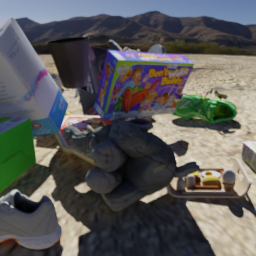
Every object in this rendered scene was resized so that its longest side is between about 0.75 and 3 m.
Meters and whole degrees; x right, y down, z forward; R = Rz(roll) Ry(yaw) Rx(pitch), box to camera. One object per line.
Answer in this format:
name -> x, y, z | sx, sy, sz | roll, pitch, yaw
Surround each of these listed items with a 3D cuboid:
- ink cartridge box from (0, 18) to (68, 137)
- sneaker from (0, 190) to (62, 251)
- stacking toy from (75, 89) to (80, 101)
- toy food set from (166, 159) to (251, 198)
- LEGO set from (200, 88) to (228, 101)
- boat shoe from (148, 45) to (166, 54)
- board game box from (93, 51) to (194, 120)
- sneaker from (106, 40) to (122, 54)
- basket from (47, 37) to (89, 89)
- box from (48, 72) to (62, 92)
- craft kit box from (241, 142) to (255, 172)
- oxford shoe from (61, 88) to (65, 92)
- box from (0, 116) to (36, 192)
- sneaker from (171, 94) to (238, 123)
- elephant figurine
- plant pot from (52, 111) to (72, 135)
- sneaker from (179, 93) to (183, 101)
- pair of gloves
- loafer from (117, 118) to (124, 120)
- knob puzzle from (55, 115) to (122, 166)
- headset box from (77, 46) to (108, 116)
ink cartridge box -> -3.265, -1.120, 7.436 | 2.139, 2.960, 1.253 | -7, 48, 17
sneaker -> -2.124, 1.452, 4.699 | 1.985, 0.913, 0.752 | -1, 18, -1
stacking toy -> -2.072, -1.876, 15.267 | 1.412, 0.440, 1.873 | -6, 20, -17
toy food set -> 1.734, 1.035, 6.408 | 1.760, 0.532, 1.263 | -1, 18, 8
LEGO set -> 3.359, -0.992, 11.791 | 1.306, 0.570, 2.010 | 19, -13, 17
boat shoe -> 0.962, -2.475, 10.670 | 0.598, 0.714, 1.999 | 5, -20, -20
board game box -> 0.380, -0.988, 6.583 | 2.157, 1.450, 0.483 | -7, 40, -33
sneaker -> -0.564, -2.525, 9.039 | 0.472, 0.336, 0.951 | -41, 35, 2
basket -> -1.307, -1.490, 6.484 | 0.955, 1.059, 0.720 | -11, 26, -15
box -> -3.640, -1.136, 10.864 | 0.772, 1.498, 2.568 | 19, 28, 16
craft kit box -> 4.410, 0.972, 6.745 | 2.405, 0.591, 2.435 | -4, 19, -2
oxford shoe -> -4.439, -2.291, 16.402 | 1.419, 0.506, 0.506 | -4, 18, -17
box -> -3.960, 0.662, 6.281 | 2.503, 1.372, 2.837 | 3, 20, 11
sneaker -> 3.031, -0.784, 11.170 | 2.672, 0.989, 1.116 | 2, 15, 5
elephant figurine -> -0.168, 0.447, 6.355 | 1.891, 2.073, 2.673 | -44, 18, 1
plant pot -> -2.473, -0.319, 9.924 | 0.854, 0.854, 0.753 | 35, 21, 30
sneaker -> 1.410, -1.441, 9.851 | 1.333, 0.504, 0.770 | 35, 11, 1
pair of gloves -> 0.169, -1.193, 8.528 | 0.428, 2.440, 2.074 | -7, 20, 27
loafer -> -0.271, -0.655, 11.399 | 0.643, 0.647, 1.778 | 11, 23, 18
knob puzzle -> -0.838, 0.087, 8.462 | 3.264, 0.453, 3.264 | 9, 25, -4
headset box -> -0.560, -1.557, 9.805 | 2.890, 2.148, 1.084 | 0, -23, -37
